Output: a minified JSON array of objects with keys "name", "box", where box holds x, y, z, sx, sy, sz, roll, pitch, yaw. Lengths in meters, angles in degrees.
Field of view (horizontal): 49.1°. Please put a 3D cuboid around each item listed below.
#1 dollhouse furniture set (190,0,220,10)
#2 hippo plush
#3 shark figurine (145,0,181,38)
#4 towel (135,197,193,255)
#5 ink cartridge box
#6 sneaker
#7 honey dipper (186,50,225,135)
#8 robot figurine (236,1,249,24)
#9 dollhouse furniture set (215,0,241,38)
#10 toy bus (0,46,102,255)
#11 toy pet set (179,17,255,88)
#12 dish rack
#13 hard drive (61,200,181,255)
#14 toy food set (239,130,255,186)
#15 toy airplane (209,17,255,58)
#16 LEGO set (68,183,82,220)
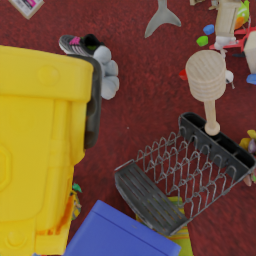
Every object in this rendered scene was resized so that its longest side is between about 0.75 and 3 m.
[{"name":"dollhouse furniture set","box":[2.967,-4.931,10.381,0.777,1.025,1.170,-29,33,-20]},{"name":"hippo plush","box":[-1.167,-1.363,7.872,1.397,1.384,1.738,-11,22,28]},{"name":"shark figurine","box":[0.749,-3.744,6.758,1.219,2.921,1.745,-17,74,-15]},{"name":"towel","box":[0.786,2.568,5.559,1.054,0.221,2.449,-6,55,-3]},{"name":"ink cartridge box","box":[-2.859,-3.561,7.715,0.693,0.841,0.316,-48,58,0]},{"name":"sneaker","box":[-1.407,-2.647,8.846,1.900,0.831,0.701,29,60,19]},{"name":"honey dipper","box":[1.418,-0.364,4.783,0.510,2.685,0.510,-7,69,18]},{"name":"robot figurine","box":[3.812,-4.134,9.947,0.999,0.659,1.139,-25,74,-17]},{"name":"dollhouse furniture set","box":[2.629,-3.320,5.803,1.243,2.236,1.978,7,41,9]},{"name":"toy bus","box":[-1.381,0.576,3.585,2.004,2.953,2.835,1,90,-8]},{"name":"toy pet set","box":[3.368,-1.982,8.366,2.677,1.522,2.867,-2,45,41]},{"name":"dish rack","box":[1.146,0.927,6.176,2.724,0.743,2.090,-28,51,-26]},{"name":"hard drive","box":[-0.549,3.003,5.031,1.916,0.368,2.904,24,60,20]},{"name":"toy food set","box":[2.857,0.850,6.405,0.538,0.969,1.647,-13,58,16]},{"name":"toy airplane","box":[3.823,-2.893,9.035,2.283,0.420,2.283,-18,38,15]},{"name":"LEGO set","box":[-2.395,1.672,5.276,2.254,1.698,2.931,37,62,23]}]
